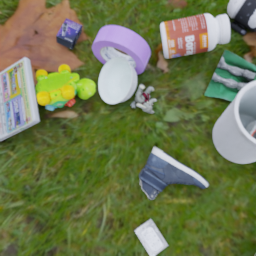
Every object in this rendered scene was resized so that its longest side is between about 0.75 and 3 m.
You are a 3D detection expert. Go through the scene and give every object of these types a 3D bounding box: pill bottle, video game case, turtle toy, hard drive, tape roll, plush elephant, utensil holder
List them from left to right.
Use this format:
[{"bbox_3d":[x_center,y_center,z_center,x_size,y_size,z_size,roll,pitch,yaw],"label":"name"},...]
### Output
[{"bbox_3d":[-3.549,-0.795,8.392,1.906,0.231,2.094,-23,70,22],"label":"video game case"},{"bbox_3d":[-1.985,-1.178,8.715,1.935,0.978,1.410,-13,51,-5],"label":"turtle toy"},{"bbox_3d":[-0.214,-2.364,8.712,1.748,1.748,0.574,21,74,7],"label":"tape roll"},{"bbox_3d":[0.554,-0.819,8.776,0.703,0.748,0.908,44,106,26],"label":"plush elephant"},{"bbox_3d":[0.636,3.063,7.787,0.594,0.161,0.850,-31,74,-10],"label":"hard drive"},{"bbox_3d":[2.092,-2.944,8.905,2.045,1.147,1.147,-9,72,10],"label":"pill bottle"},{"bbox_3d":[3.454,-0.025,7.743,1.836,2.160,1.836,0,72,-1],"label":"utensil holder"}]

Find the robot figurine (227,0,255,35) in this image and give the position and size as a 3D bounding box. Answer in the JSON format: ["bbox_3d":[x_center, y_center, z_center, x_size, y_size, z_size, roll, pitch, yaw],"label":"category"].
[{"bbox_3d":[4.245,-3.986,9.632,1.661,1.037,1.248,36,74,10],"label":"robot figurine"}]

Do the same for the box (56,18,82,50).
[{"bbox_3d":[-2.024,-3.223,9.637,0.609,0.430,0.823,23,71,-5],"label":"box"}]

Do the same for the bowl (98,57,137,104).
[{"bbox_3d":[-0.215,-1.434,8.829,1.490,0.670,1.490,-4,84,42],"label":"bowl"}]

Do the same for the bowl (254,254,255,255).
[{"bbox_3d":[3.626,3.629,6.421,1.180,2.256,2.256,10,72,-5],"label":"bowl"}]

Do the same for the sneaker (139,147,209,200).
[{"bbox_3d":[1.215,1.595,8.012,1.905,0.724,1.377,31,86,-3],"label":"sneaker"}]

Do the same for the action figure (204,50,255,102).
[{"bbox_3d":[4.190,-1.292,8.857,2.995,0.819,1.769,24,85,11],"label":"action figure"}]

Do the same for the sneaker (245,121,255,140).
[{"bbox_3d":[3.633,0.405,8.336,0.523,0.492,1.277,40,84,-13],"label":"sneaker"}]
